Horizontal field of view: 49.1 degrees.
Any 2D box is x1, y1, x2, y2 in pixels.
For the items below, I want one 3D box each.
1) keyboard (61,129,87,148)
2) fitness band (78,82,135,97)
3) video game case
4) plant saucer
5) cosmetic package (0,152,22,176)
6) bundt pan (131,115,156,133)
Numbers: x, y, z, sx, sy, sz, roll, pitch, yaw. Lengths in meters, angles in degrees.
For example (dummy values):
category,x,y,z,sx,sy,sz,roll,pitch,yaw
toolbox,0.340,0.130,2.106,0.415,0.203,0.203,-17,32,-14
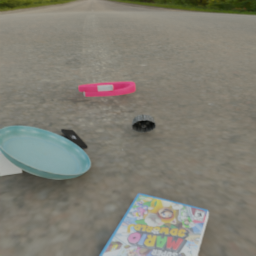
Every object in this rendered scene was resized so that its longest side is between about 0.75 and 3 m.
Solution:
category,x,y,z,sx,sy,sz,roll,pitch,yaw
keyboard,-2.072,0.447,10.123,0.742,0.282,1.425,8,19,-37
fitness band,-1.017,-1.863,13.382,2.762,0.517,1.984,2,14,21
video game case,0.569,2.513,6.121,1.866,0.232,2.607,9,30,24
plant saucer,-2.467,0.740,8.241,2.786,0.382,2.786,24,13,-6
cosmetic package,-3.724,0.870,8.664,0.794,0.799,0.954,-7,30,-13
bundt pan,0.566,-0.188,10.423,0.935,0.935,0.351,-1,59,-2
